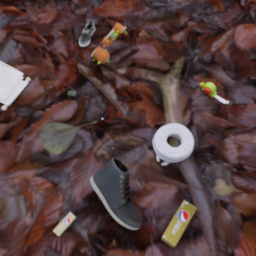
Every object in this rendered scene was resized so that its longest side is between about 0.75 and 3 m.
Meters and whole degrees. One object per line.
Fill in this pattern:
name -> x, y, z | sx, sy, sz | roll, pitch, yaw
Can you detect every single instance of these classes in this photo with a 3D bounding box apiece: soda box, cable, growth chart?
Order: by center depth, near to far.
soda box -> 1.670, 3.159, 9.230 | 0.492, 0.465, 1.452 | 31, 67, 16
soda box -> -2.104, 3.204, 9.306 | 0.272, 0.257, 0.802 | 39, 69, 12
cable -> 1.688, 0.550, 10.539 | 1.526, 0.529, 1.527 | -12, 62, -4
growth chart -> -5.724, -2.046, 12.095 | 2.883, 0.256, 2.087 | 33, 67, 16

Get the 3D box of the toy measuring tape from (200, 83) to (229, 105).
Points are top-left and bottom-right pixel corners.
toy measuring tape -> 3.613, -1.498, 11.676 | 1.408, 0.518, 0.518 | 37, 68, 18

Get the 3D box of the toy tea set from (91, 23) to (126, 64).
toy tea set -> -0.763, -3.593, 12.237 | 0.767, 1.233, 2.073 | 39, 101, -17

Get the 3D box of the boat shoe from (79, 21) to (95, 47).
boat shoe -> -1.972, -4.468, 13.246 | 0.517, 0.466, 1.462 | 14, 63, 7

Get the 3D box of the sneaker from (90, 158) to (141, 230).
sneaker -> -0.165, 2.128, 9.026 | 2.276, 0.851, 1.209 | 47, 110, 11
